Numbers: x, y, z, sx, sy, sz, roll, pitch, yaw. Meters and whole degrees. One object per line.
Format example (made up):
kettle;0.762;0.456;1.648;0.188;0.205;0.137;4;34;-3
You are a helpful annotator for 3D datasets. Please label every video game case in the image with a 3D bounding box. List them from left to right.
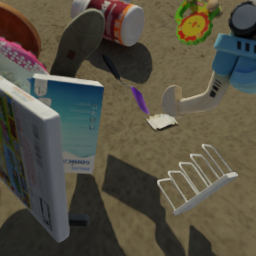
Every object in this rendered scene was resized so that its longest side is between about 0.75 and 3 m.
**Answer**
video game case;-1.690;0.421;4.495;2.085;2.291;0.262;29;40;35

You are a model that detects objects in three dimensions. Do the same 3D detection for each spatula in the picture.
spatula;-0.123;-1.276;7.616;0.235;0.646;2.285;-44;65;13

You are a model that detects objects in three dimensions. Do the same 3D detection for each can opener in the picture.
can opener;-1.208;1.660;5.324;0.975;0.260;0.326;0;38;5

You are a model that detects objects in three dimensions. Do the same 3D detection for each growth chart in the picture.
growth chart;1.096;-0.232;9.108;0.875;0.078;0.633;-17;50;-14

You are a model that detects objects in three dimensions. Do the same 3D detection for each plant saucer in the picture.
plant saucer;-3.073;-2.304;6.937;1.863;1.863;0.301;7;55;6

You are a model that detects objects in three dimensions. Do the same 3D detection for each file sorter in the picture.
file sorter;1.244;0.936;5.142;1.165;0.809;0.726;-43;64;20

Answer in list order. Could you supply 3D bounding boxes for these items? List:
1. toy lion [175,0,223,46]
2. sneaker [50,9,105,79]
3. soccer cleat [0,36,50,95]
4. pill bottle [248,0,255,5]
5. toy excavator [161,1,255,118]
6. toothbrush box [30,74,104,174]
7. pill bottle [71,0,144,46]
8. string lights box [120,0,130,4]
toy lion;1.357;-2.226;5.806;0.993;0.356;1.036;-51;52;11
sneaker;-1.365;-2.291;7.292;0.859;2.297;1.220;25;40;-26
soccer cleat;-2.245;-0.907;6.388;0.950;2.719;1.174;-12;52;42
pill bottle;3.459;-3.343;6.685;1.095;1.095;1.931;18;25;15
toy excavator;2.266;-1.189;6.206;2.640;2.715;1.356;25;11;30
toothbrush box;-1.230;-0.065;5.349;1.271;1.736;0.740;4;14;-15
pill bottle;-0.909;-4.718;12.044;2.882;1.645;1.645;25;53;21
string lights box;0.004;-3.820;7.456;0.259;0.879;0.452;11;18;-10
